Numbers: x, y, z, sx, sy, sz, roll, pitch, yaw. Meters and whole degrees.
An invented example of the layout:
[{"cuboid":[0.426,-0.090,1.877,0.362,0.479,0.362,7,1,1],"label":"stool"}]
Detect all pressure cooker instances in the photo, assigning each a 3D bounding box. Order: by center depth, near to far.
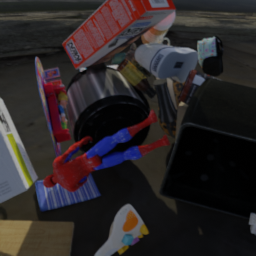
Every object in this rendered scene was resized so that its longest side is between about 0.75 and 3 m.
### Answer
[{"cuboid":[-0.713,-0.592,8.141,2.228,2.194,2.495,26,23,-37],"label":"pressure cooker"}]

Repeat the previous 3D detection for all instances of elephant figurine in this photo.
[{"cuboid":[0.199,-2.106,8.709,1.104,1.007,1.423,4,-18,31],"label":"elephant figurine"}]

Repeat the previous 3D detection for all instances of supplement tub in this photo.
[{"cuboid":[2.177,-0.780,7.021,1.660,0.888,0.888,22,33,7],"label":"supplement tub"}]

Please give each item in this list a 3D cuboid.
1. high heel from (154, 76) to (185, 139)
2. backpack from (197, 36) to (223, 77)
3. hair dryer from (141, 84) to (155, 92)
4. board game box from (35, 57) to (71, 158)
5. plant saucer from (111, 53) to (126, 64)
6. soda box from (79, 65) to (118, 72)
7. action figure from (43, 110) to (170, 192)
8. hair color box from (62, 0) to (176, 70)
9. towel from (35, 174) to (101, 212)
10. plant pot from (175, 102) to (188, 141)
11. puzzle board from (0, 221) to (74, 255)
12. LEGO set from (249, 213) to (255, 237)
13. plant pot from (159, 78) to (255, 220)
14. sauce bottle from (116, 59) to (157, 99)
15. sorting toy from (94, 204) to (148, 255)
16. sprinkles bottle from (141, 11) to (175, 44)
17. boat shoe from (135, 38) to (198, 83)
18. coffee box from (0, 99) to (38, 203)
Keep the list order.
[{"cuboid":[1.528,-1.033,9.357,1.000,1.996,2.801,-4,28,26],"label":"high heel"},{"cuboid":[2.512,-2.242,8.579,0.728,0.960,1.150,-4,62,13],"label":"backpack"},{"cuboid":[-0.098,-1.861,12.717,2.366,0.643,1.802,13,13,16],"label":"hair dryer"},{"cuboid":[-1.655,-0.422,6.728,0.500,2.569,2.030,-12,28,-10],"label":"board game box"},{"cuboid":[-0.269,-1.871,7.551,0.305,0.083,0.874,-9,2,-9],"label":"plant saucer"},{"cuboid":[-1.120,-2.521,13.517,2.347,0.746,0.803,-7,30,-13],"label":"soda box"},{"cuboid":[-0.525,0.522,5.923,2.713,0.885,1.343,-26,8,8],"label":"action figure"},{"cuboid":[-0.261,-2.301,6.437,2.387,0.763,1.324,-23,6,42],"label":"hair color box"},{"cuboid":[-1.491,1.485,6.814,1.414,0.169,1.024,-11,31,-19],"label":"towel"},{"cuboid":[2.252,-0.095,8.229,1.315,1.486,1.484,12,29,23],"label":"plant pot"},{"cuboid":[-2.123,2.229,4.869,2.186,0.190,1.647,3,21,-6],"label":"puzzle board"},{"cuboid":[3.572,2.079,5.320,2.432,0.597,1.817,-15,31,-30],"label":"LEGO set"},{"cuboid":[2.120,0.272,5.909,2.318,2.323,2.061,14,48,6],"label":"plant pot"},{"cuboid":[0.255,-1.292,7.543,1.264,0.417,0.417,41,22,-20],"label":"sauce bottle"},{"cuboid":[-0.237,2.033,5.049,1.036,1.151,0.615,-38,74,-22],"label":"sorting toy"},{"cuboid":[0.756,-2.696,7.519,0.632,0.632,1.853,-2,0,-4],"label":"sprinkles bottle"},{"cuboid":[0.969,-1.850,7.587,1.171,1.014,2.746,35,26,22],"label":"boat shoe"},{"cuboid":[-2.767,0.521,4.644,1.803,1.806,1.786,-25,2,-14],"label":"coffee box"}]
